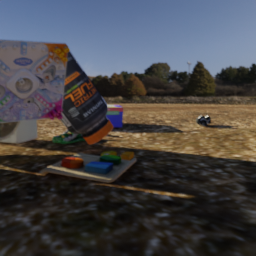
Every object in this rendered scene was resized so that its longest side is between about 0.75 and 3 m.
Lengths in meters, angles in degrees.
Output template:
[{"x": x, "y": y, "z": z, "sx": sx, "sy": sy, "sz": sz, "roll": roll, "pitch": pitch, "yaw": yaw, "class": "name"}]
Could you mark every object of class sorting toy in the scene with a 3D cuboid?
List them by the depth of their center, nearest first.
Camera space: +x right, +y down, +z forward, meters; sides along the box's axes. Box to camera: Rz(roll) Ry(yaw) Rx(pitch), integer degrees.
[{"x": -0.733, "y": 0.776, "z": 6.804, "sx": 1.766, "sy": 0.317, "sz": 2.371, "roll": 2, "pitch": 7, "yaw": 16, "class": "sorting toy"}]

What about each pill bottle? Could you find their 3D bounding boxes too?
[{"x": -1.587, "y": -0.834, "z": 8.472, "sx": 1.463, "sy": 2.755, "sz": 1.463, "roll": -32, "pitch": 17, "yaw": 11, "class": "pill bottle"}]

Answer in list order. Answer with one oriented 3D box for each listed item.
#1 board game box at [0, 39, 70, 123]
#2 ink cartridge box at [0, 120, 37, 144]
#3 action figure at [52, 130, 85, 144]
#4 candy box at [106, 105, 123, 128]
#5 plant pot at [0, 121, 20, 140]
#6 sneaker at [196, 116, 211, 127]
[{"x": -2.076, "y": -0.844, "z": 5.591, "sx": 1.737, "sy": 1.737, "sz": 0.225, "roll": -8, "pitch": 36, "yaw": -32, "class": "board game box"}, {"x": -5.022, "y": -0.600, "z": 10.605, "sx": 2.874, "sy": 2.087, "sz": 1.198, "roll": 3, "pitch": 10, "yaw": 20, "class": "ink cartridge box"}, {"x": -2.014, "y": 0.290, "z": 10.288, "sx": 1.099, "sy": 0.509, "sz": 1.861, "roll": 9, "pitch": 14, "yaw": 35, "class": "action figure"}, {"x": -1.615, "y": -0.686, "z": 15.293, "sx": 2.508, "sy": 1.142, "sz": 2.966, "roll": 1, "pitch": 8, "yaw": -6, "class": "candy box"}, {"x": -4.743, "y": -0.767, "z": 8.363, "sx": 2.102, "sy": 2.297, "sz": 2.297, "roll": -1, "pitch": 7, "yaw": 13, "class": "plant pot"}, {"x": 4.002, "y": -0.330, "z": 15.343, "sx": 0.649, "sy": 0.598, "sz": 1.623, "roll": -11, "pitch": -5, "yaw": 34, "class": "sneaker"}]
